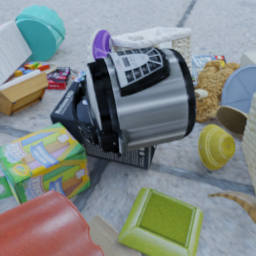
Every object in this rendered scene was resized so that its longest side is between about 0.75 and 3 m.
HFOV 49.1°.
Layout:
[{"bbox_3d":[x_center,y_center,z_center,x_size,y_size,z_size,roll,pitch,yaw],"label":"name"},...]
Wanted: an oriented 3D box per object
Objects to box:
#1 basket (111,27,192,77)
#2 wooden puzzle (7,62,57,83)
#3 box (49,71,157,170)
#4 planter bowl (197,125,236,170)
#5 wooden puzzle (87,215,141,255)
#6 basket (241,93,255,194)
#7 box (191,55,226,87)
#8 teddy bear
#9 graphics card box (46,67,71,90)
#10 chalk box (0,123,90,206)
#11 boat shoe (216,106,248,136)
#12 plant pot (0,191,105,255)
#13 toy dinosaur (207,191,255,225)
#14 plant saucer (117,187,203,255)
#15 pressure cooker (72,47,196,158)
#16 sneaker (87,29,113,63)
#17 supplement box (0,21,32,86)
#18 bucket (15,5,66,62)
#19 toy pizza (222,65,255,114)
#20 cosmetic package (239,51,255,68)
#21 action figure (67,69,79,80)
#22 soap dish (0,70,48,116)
[{"bbox_3d":[0.835,-2.567,10.186,2.211,1.794,2.231,-20,29,-22],"label":"basket"},{"bbox_3d":[-3.779,-2.195,10.912,1.450,0.362,1.565,15,46,34],"label":"wooden puzzle"},{"bbox_3d":[-0.421,-0.278,7.799,2.668,1.428,1.980,11,49,13],"label":"box"},{"bbox_3d":[2.343,0.474,7.060,1.187,1.187,0.495,-31,11,-32],"label":"planter bowl"},{"bbox_3d":[-0.699,2.606,5.455,1.370,0.276,1.481,31,53,32],"label":"wooden puzzle"},{"bbox_3d":[3.902,0.443,6.671,1.704,2.099,2.118,0,40,7],"label":"basket"},{"bbox_3d":[3.055,-2.141,11.022,1.688,0.492,2.466,4,40,7],"label":"box"},{"bbox_3d":[2.745,-1.425,9.318,2.705,0.903,1.961,-40,53,-18],"label":"teddy bear"},{"bbox_3d":[-2.741,-1.946,10.927,0.815,0.331,1.300,0,38,2],"label":"graphics card box"},{"bbox_3d":[-2.150,1.063,6.473,2.139,1.331,1.324,-27,46,-28],"label":"chalk box"},{"bbox_3d":[3.443,-0.097,8.315,1.815,0.647,0.585,32,25,6],"label":"boat shoe"},{"bbox_3d":[-1.744,2.310,4.056,2.449,2.519,2.519,-28,47,-34],"label":"plant pot"},{"bbox_3d":[2.539,1.566,5.321,0.710,1.248,2.351,9,23,-44],"label":"toy dinosaur"},{"bbox_3d":[0.781,1.956,5.848,1.556,0.373,1.554,21,38,10],"label":"plant saucer"},{"bbox_3d":[0.009,-0.485,5.680,2.270,2.027,1.996,-11,4,-7],"label":"pressure cooker"},{"bbox_3d":[-0.607,-2.047,9.549,1.181,1.142,2.832,-12,77,28],"label":"sneaker"},{"bbox_3d":[-5.197,-2.684,10.596,1.508,1.540,2.980,-10,37,20],"label":"supplement box"},{"bbox_3d":[-3.933,-4.095,12.241,2.223,2.223,1.447,0,43,0],"label":"bucket"},{"bbox_3d":[3.781,-0.957,8.706,1.950,1.950,0.309,-7,9,-8],"label":"toy pizza"},{"bbox_3d":[5.321,-1.665,10.001,1.527,1.078,2.950,-7,41,-8],"label":"cosmetic package"},{"bbox_3d":[-1.878,-1.856,10.679,0.875,0.473,0.905,25,49,13],"label":"action figure"},{"bbox_3d":[-3.464,-1.128,9.243,1.636,1.287,0.664,-36,88,-36],"label":"soap dish"}]
